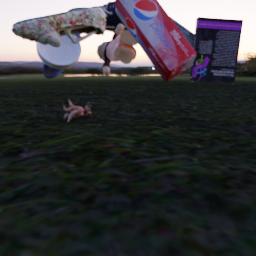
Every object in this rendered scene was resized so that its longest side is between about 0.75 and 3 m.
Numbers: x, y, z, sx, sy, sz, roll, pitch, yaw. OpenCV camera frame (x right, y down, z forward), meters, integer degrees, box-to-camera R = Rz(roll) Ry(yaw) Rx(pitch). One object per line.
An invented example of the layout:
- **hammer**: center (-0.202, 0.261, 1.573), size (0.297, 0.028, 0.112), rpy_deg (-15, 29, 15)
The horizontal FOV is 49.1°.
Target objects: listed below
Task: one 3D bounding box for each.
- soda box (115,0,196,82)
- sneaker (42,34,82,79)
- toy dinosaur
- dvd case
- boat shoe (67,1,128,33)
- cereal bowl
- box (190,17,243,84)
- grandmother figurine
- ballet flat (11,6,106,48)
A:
- **soda box**: center (0.494, -1.885, 5.477), size (0.665, 1.900, 0.603), rpy_deg (-33, -10, -7)
- **sneaker**: center (-2.961, -3.222, 11.797), size (0.950, 2.522, 0.989), rpy_deg (33, 15, 4)
- **toy dinosaur**: center (-1.860, -0.625, 10.570), size (1.015, 0.643, 1.497), rpy_deg (7, 18, 0)
- **dvd case**: center (2.255, -3.817, 11.891), size (2.311, 0.254, 1.687), rpy_deg (45, 0, 21)
- **boat shoe**: center (-0.938, -4.246, 10.381), size (2.746, 1.025, 1.273), rpy_deg (2, -16, -12)
- **cereal bowl**: center (-2.387, -2.629, 9.601), size (1.519, 1.519, 0.633), rpy_deg (-5, -19, -20)
- **box**: center (2.886, -2.523, 9.276), size (1.473, 2.060, 0.372), rpy_deg (4, 11, -2)
- **grandmother figurine**: center (-0.383, -2.112, 7.742), size (0.697, 1.396, 2.301), rpy_deg (27, 4, -21)
- **ballet flat**: center (-1.767, -2.702, 7.697), size (2.640, 0.844, 0.998), rpy_deg (-20, 4, -17)
